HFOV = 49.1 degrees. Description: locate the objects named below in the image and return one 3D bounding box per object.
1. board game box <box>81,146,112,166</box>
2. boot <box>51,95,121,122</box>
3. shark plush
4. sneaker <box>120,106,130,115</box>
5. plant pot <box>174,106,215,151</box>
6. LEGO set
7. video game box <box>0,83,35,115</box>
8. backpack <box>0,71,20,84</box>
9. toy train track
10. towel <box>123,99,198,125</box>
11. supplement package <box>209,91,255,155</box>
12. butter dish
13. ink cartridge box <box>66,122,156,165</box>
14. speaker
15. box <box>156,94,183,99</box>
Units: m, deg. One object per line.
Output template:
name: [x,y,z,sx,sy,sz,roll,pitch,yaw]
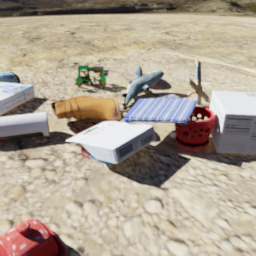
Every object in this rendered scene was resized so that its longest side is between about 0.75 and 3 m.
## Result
board game box: [-0.625,0.579,8.985,1.111,0.293,1.452,16,31,27]
boot: [-1.570,-0.688,10.201,2.061,1.018,2.654,-8,25,-27]
shark plush: [0.534,-1.933,12.718,1.148,1.252,2.755,11,32,35]
sneaker: [-0.239,-0.757,11.491,0.787,0.323,0.306,13,30,24]
plant pot: [2.121,0.010,9.122,1.262,1.149,1.262,-2,29,1]
LEGO set: [-1.873,-2.417,14.311,1.804,1.045,1.387,-9,58,-9]
video game box: [-6.010,-1.377,12.218,2.815,0.659,2.564,7,27,13]
backpack: [-6.328,-2.499,14.398,0.946,0.892,1.160,26,50,23]
toy train track: [3.027,-2.027,12.575,0.421,1.485,2.589,-25,42,40]
towel: [1.060,-0.557,9.167,2.145,0.256,1.553,4,32,26]
supplement package: [4.112,-0.187,9.187,2.548,1.413,1.984,4,27,3]
butter dish: [-1.935,2.160,5.338,1.148,0.848,1.145,-23,36,-36]
ink cartridge box: [-0.559,0.376,8.720,2.247,0.531,1.798,5,25,43]
speaker: [-3.782,-0.012,9.517,2.075,0.843,0.843,-8,29,-15]
box: [1.684,-0.922,11.721,1.643,0.403,1.324,-17,30,-29]
